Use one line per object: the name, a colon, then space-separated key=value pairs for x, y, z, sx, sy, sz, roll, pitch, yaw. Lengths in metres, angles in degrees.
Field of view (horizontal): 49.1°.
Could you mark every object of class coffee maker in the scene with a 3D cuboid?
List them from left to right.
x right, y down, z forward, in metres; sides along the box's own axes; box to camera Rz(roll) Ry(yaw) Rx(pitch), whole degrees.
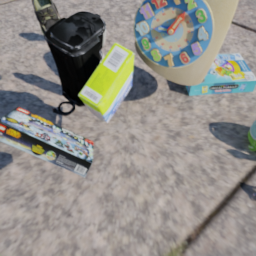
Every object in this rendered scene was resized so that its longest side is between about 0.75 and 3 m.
coffee maker: x=-1.227 y=-1.518 z=6.963 sx=1.344 sy=1.995 sz=1.917 roll=13 pitch=63 yaw=9

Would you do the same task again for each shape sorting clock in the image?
shape sorting clock: x=1.112 y=-2.474 z=7.119 sx=2.059 sy=2.059 sz=0.404 roll=15 pitch=36 yaw=14

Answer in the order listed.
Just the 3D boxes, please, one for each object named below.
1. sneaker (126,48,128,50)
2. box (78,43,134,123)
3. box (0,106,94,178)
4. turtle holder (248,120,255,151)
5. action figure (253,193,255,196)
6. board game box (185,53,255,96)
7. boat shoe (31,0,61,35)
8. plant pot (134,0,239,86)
sneaker: x=-0.287 y=-3.287 z=12.443 sx=0.421 sy=0.367 sz=0.936 roll=16 pitch=48 yaw=19
box: x=-0.436 y=-0.947 z=6.798 sx=0.548 sy=2.299 sz=1.402 roll=33 pitch=84 yaw=4
box: x=-1.522 y=0.225 z=5.385 sx=1.765 sy=0.352 sz=1.208 roll=26 pitch=11 yaw=-13
turtle holder: x=4.274 y=0.247 z=8.528 sx=1.151 sy=1.075 sz=1.514 roll=28 pitch=52 yaw=23
action figure: x=3.747 y=1.745 z=7.471 sx=0.529 sy=0.588 sz=0.790 roll=-24 pitch=64 yaw=-14
board game box: x=3.492 y=-2.178 z=11.200 sx=2.543 sy=0.597 sz=1.920 roll=-4 pitch=46 yaw=-4
boat shoe: x=-2.448 y=-3.402 z=8.353 sx=0.732 sy=0.673 sz=2.049 roll=-23 pitch=80 yaw=0
plant pot: x=1.980 y=-3.259 z=8.543 sx=2.679 sy=2.861 sz=2.679 roll=16 pitch=44 yaw=-16
